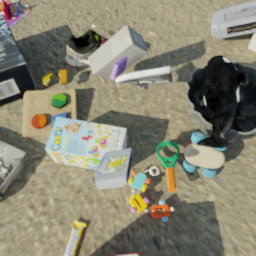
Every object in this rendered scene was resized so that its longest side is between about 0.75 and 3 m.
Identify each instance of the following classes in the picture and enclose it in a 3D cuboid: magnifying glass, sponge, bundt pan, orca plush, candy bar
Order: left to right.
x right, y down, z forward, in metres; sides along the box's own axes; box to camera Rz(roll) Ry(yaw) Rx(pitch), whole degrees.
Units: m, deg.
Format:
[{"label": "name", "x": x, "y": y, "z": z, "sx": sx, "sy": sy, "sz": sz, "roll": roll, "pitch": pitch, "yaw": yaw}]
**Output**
[{"label": "candy bar", "x": -1.397, "y": 2.993, "z": 6.944, "sx": 0.331, "sy": 0.147, "sz": 1.326, "roll": 11, "pitch": 57, "yaw": 8}, {"label": "sponge", "x": -0.243, "y": -1.675, "z": 7.814, "sx": 0.121, "sy": 0.451, "sz": 0.808, "roll": 26, "pitch": 34, "yaw": 8}, {"label": "magnifying glass", "x": 1.155, "y": 1.029, "z": 7.834, "sx": 0.685, "sy": 0.193, "sz": 1.721, "roll": -5, "pitch": 40, "yaw": 6}, {"label": "orca plush", "x": 2.222, "y": -0.920, "z": 7.561, "sx": 1.030, "sy": 1.524, "sz": 2.896, "roll": 29, "pitch": 72, "yaw": -32}, {"label": "bundt pan", "x": 3.127, "y": -0.747, "z": 8.810, "sx": 2.855, "sy": 1.072, "sz": 2.855, "roll": 0, "pitch": 58, "yaw": 0}]

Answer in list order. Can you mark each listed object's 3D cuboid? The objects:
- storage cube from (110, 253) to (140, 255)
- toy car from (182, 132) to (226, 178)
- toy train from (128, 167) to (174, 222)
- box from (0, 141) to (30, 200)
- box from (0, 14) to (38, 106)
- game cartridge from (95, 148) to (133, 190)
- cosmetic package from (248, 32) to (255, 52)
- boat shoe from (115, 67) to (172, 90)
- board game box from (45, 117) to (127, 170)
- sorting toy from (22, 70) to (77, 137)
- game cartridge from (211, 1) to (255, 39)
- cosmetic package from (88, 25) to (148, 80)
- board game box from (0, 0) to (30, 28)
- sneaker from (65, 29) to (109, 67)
[{"label": "storage cube", "x": -0.529, "y": 3.548, "z": 5.655, "sx": 1.631, "sy": 1.715, "sz": 1.908, "roll": -2, "pitch": 58, "yaw": -1}, {"label": "toy car", "x": 2.217, "y": 0.565, "z": 8.142, "sx": 1.113, "sy": 1.160, "sz": 1.259, "roll": 15, "pitch": 29, "yaw": 9}, {"label": "toy train", "x": 0.560, "y": 1.835, "z": 7.559, "sx": 1.115, "sy": 0.413, "sz": 1.485, "roll": -8, "pitch": 61, "yaw": -6}, {"label": "box", "x": -4.079, "y": 1.057, "z": 7.995, "sx": 1.924, "sy": 0.465, "sz": 1.523, "roll": 21, "pitch": 60, "yaw": 13}, {"label": "box", "x": -4.637, "y": -2.225, "z": 9.511, "sx": 2.059, "sy": 1.485, "sz": 2.775, "roll": -25, "pitch": 60, "yaw": -15}, {"label": "game cartridge", "x": -0.308, "y": 0.854, "z": 6.039, "sx": 0.755, "sy": 0.229, "sz": 1.133, "roll": -14, "pitch": 28, "yaw": 15}, {"label": "cosmetic package", "x": 5.781, "y": -3.036, "z": 10.381, "sx": 1.137, "sy": 0.896, "sz": 2.113, "roll": -37, "pitch": 64, "yaw": -21}, {"label": "boat shoe", "x": 0.433, "y": -1.301, "z": 7.703, "sx": 1.560, "sy": 0.529, "sz": 0.559, "roll": -9, "pitch": 13, "yaw": 5}, {"label": "board game box", "x": -1.112, "y": 0.520, "z": 7.962, "sx": 2.012, "sy": 1.037, "sz": 1.055, "roll": 10, "pitch": 64, "yaw": 6}, {"label": "sorting toy", "x": -2.555, "y": -0.864, "z": 9.078, "sx": 1.722, "sy": 0.309, "sz": 2.311, "roll": -5, "pitch": 69, "yaw": -3}, {"label": "game cartridge", "x": 4.723, "y": -4.247, "z": 10.661, "sx": 2.964, "sy": 0.606, "sz": 1.973, "roll": -4, "pitch": 43, "yaw": 23}, {"label": "cosmetic package", "x": -0.327, "y": -2.218, "z": 8.554, "sx": 1.661, "sy": 0.887, "sz": 0.749, "roll": -27, "pitch": 70, "yaw": 30}, {"label": "board game box", "x": -5.759, "y": -4.979, "z": 11.838, "sx": 2.333, "sy": 0.575, "sz": 2.952, "roll": 26, "pitch": 60, "yaw": 15}, {"label": "sneaker", "x": -1.020, "y": -2.974, "z": 10.186, "sx": 2.651, "sy": 1.160, "sz": 0.978, "roll": -7, "pitch": 57, "yaw": -5}]
